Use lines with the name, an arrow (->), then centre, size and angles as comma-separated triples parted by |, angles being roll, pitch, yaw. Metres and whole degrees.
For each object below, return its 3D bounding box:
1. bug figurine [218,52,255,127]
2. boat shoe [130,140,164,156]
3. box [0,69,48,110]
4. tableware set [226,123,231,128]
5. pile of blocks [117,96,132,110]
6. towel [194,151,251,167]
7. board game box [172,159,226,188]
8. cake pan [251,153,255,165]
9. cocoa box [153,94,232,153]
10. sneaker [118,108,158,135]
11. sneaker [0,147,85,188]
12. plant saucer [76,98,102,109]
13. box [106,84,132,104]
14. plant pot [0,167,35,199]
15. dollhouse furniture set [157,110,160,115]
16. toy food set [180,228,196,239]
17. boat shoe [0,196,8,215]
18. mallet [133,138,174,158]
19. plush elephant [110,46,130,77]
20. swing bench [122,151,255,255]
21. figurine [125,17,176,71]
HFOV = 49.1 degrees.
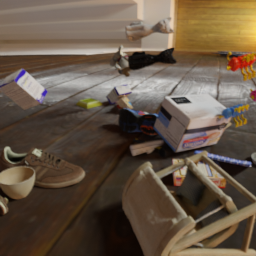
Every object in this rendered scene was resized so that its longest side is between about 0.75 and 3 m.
bug figurine -> 3.937, -1.384, 8.944 | 2.141, 2.761, 0.710 | -16, 42, -8
boat shoe -> 0.695, 0.734, 10.195 | 1.276, 0.426, 0.469 | -10, 2, -8
box -> -3.735, -1.349, 9.986 | 1.117, 1.215, 0.637 | -12, 46, 37
tableware set -> 3.111, -0.010, 11.959 | 2.442, 0.489, 1.614 | -25, 49, -37
pile of blocks -> -0.247, -1.206, 15.220 | 0.624, 0.824, 2.007 | -41, 6, 11
towel -> 3.098, 0.997, 9.162 | 1.724, 0.206, 1.248 | 11, -1, 26
board game box -> 2.118, 1.376, 8.615 | 1.467, 0.340, 1.111 | 2, 21, 5
cake pan -> 4.700, 1.119, 9.513 | 0.984, 0.180, 0.984 | 0, 21, 0
cocoa box -> 2.340, -0.232, 10.280 | 2.230, 1.464, 1.487 | -8, 41, -33
sneaker -> 0.619, -0.228, 12.049 | 1.085, 1.042, 2.766 | 0, 12, -45
sneaker -> -2.617, 1.130, 8.364 | 2.602, 0.983, 0.917 | 1, 21, 5
plant saucer -> -2.239, -1.442, 16.051 | 1.132, 0.271, 1.130 | -19, 28, -41
box -> -0.532, -1.936, 16.148 | 1.017, 0.580, 1.106 | -19, -14, -40
plant pot -> -3.034, 1.571, 7.702 | 0.950, 0.638, 0.950 | 1, 21, 0
dollhouse furniture set -> 2.057, -0.295, 13.222 | 1.272, 0.728, 1.492 | -6, 48, -46
toy food set -> 1.174, 2.154, 6.546 | 1.248, 0.377, 0.896 | -18, 27, -38
boat shoe -> -3.287, 1.918, 7.239 | 0.928, 0.343, 0.343 | 19, 22, 40
mallet -> 0.970, 0.637, 10.615 | 0.623, 0.389, 1.890 | -15, 22, -34
plush elephant -> -0.262, -3.338, 13.935 | 1.498, 1.160, 1.234 | -3, -23, -45
swing bench -> 1.206, 1.750, 6.091 | 2.285, 1.482, 2.273 | -7, 22, -16
figurine -> 0.985, -3.549, 11.756 | 1.983, 2.032, 0.875 | -3, 6, 19
